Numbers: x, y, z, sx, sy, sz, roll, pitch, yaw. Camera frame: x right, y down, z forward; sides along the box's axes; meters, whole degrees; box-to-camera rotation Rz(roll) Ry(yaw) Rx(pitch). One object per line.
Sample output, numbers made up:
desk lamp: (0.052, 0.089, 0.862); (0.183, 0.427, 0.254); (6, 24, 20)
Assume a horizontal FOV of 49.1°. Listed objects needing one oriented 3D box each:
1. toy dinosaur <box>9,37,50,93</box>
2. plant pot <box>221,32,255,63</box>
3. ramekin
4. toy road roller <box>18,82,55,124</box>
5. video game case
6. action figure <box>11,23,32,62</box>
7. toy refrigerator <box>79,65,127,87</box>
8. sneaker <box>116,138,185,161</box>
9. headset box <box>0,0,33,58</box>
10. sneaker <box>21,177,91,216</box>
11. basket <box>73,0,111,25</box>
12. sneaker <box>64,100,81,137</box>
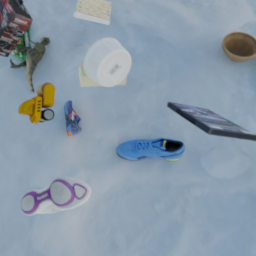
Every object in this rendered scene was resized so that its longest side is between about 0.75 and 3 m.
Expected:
toy dinosaur: (-4.142, -2.895, 11.588); (1.309, 0.705, 2.970); (11, 64, -6)
plant pot: (4.634, -3.269, 11.788); (1.502, 0.693, 1.502); (0, 61, -1)
ramekin: (-0.478, -1.586, 6.980); (1.165, 1.165, 0.568); (-34, 56, -18)
toy road roller: (-2.179, -0.595, 6.663); (0.737, 0.620, 1.009); (7, 82, -34)
video game case: (1.867, -0.180, 6.500); (1.304, 0.173, 1.825); (8, 18, -24)
action figure: (-4.748, -3.812, 12.177); (1.373, 0.636, 2.324); (-13, 65, -11)
toy refrigerator: (-0.801, -1.685, 8.849); (1.446, 0.506, 0.549); (-5, 56, -14)
sneaker: (0.753, 0.638, 9.475); (2.331, 0.914, 0.768); (1, 63, 2)
headset box: (-3.278, -2.858, 7.437); (1.541, 0.578, 1.145); (-42, 70, 26)
sneaker: (-1.504, 1.510, 6.263); (1.820, 0.907, 0.681); (-17, 71, 26)
basket: (-1.359, -4.562, 10.793); (1.357, 0.837, 0.920); (7, 22, -16)
sneaker: (-2.030, -0.362, 10.307); (0.558, 0.536, 1.422); (-7, 70, -12)
